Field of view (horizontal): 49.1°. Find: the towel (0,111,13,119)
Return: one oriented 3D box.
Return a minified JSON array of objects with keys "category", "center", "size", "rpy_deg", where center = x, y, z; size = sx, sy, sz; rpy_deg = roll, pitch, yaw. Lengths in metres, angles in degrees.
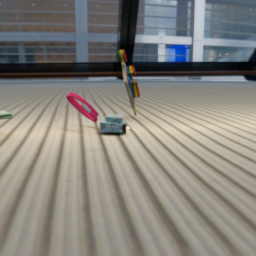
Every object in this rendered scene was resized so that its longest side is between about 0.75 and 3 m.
[{"category":"towel","center":[-6.235,-0.560,12.202],"size":[2.097,0.245,1.600],"rpy_deg":[12,17,39]}]

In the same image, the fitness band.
[{"category":"fitness band","center":[-1.550,-0.704,9.694],"size":[1.011,1.408,0.264],"rpy_deg":[23,70,46]}]

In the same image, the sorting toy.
[{"category":"sorting toy","center":[0.172,-1.697,11.268],"size":[0.467,2.762,1.332],"rpy_deg":[-12,46,6]}]

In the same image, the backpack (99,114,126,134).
[{"category":"backpack","center":[-0.520,-0.106,9.230],"size":[0.877,0.661,0.779],"rpy_deg":[-6,12,-2]}]
